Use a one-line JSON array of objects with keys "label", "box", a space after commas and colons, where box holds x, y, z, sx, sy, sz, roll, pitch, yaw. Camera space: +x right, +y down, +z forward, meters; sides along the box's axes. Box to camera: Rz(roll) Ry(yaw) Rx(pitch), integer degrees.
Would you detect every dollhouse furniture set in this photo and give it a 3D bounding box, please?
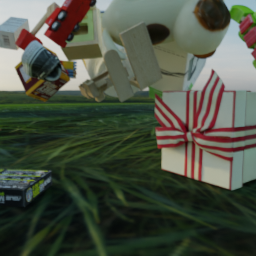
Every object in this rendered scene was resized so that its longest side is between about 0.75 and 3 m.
[{"label": "dollhouse furniture set", "box": [-0.342, -1.194, 5.125, 1.211, 1.038, 1.274, -32, 32, -15]}]

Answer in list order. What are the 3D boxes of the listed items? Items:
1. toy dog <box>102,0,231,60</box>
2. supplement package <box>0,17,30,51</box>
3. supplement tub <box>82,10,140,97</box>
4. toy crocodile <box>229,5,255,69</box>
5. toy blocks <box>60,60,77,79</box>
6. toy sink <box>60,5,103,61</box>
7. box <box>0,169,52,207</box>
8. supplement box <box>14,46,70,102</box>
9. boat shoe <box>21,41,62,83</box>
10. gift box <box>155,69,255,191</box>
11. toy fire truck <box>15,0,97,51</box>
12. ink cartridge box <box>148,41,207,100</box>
[{"label": "toy dog", "box": [0.821, -2.327, 5.672, 2.447, 2.372, 1.707, 17, -30, 13]}, {"label": "supplement package", "box": [-3.425, -2.840, 8.396, 0.586, 0.584, 1.000, 9, 42, 4]}, {"label": "supplement tub", "box": [-0.589, -2.638, 9.913, 2.141, 2.141, 2.965, -3, 41, -23]}, {"label": "toy crocodile", "box": [2.735, -1.815, 5.847, 0.641, 2.077, 0.701, -3, -27, -25]}, {"label": "toy blocks", "box": [-3.074, -2.507, 11.901, 1.902, 1.391, 2.783, 6, 11, 10]}, {"label": "toy sink", "box": [-1.311, -2.827, 7.817, 1.047, 1.607, 0.900, -4, -13, 3]}, {"label": "box", "box": [-2.022, 0.932, 4.534, 1.254, 0.278, 1.004, 1, 7, 7]}, {"label": "supplement box", "box": [-2.483, -1.570, 8.117, 1.097, 1.112, 0.738, -36, -22, 15]}, {"label": "boat shoe", "box": [-1.653, -1.163, 5.529, 0.641, 0.652, 1.808, 41, -2, -11]}, {"label": "gift box", "box": [1.694, -0.057, 5.620, 1.934, 2.072, 1.911, -7, 5, -37]}, {"label": "toy fire truck", "box": [-1.654, -2.472, 6.392, 1.418, 2.011, 0.490, 36, 4, 42]}, {"label": "ink cartridge box", "box": [1.525, -2.233, 8.122, 1.186, 2.054, 2.824, 26, -23, 18]}]
